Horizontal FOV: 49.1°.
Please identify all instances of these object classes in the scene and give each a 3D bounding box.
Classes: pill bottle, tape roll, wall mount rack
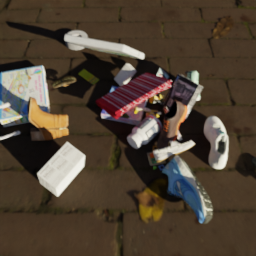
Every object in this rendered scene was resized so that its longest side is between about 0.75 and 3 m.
[{"bbox_3d":[0.595,0.174,10.511,0.767,0.767,1.282,38,62,25],"label":"pill bottle"},{"bbox_3d":[-2.613,-4.432,14.167,1.143,0.378,1.143,-1,53,1],"label":"tape roll"},{"bbox_3d":[-5.113,-0.187,9.811,2.091,2.407,0.897,9,47,7],"label":"wall mount rack"}]

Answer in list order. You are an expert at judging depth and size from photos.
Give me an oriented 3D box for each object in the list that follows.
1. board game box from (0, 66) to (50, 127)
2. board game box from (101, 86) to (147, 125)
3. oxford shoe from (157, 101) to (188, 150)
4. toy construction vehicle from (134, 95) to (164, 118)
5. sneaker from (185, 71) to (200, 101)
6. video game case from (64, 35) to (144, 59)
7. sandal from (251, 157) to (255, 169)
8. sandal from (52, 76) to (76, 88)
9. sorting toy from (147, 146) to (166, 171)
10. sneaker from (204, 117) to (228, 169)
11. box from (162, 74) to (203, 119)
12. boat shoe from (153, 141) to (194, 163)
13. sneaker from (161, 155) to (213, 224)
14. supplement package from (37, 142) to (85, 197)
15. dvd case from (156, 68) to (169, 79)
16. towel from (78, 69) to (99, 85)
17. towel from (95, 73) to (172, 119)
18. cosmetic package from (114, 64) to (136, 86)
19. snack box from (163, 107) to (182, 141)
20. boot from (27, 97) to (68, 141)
[{"bbox_3d":[-4.395,-1.409,11.862,1.868,0.476,2.779,-12,54,-8],"label":"board game box"},{"bbox_3d":[-0.117,-0.943,11.607,1.617,0.333,1.620,11,54,8],"label":"board game box"},{"bbox_3d":[1.459,-0.067,10.275,0.697,0.710,1.958,20,84,45],"label":"oxford shoe"},{"bbox_3d":[0.864,-0.968,11.240,1.392,0.490,1.212,11,63,-20],"label":"toy construction vehicle"},{"bbox_3d":[2.624,-1.780,11.509,0.602,0.965,1.636,2,31,2],"label":"sneaker"},{"bbox_3d":[-0.964,-3.557,12.391,2.780,0.306,2.535,16,11,19],"label":"video game case"},{"bbox_3d":[4.811,1.625,9.756,0.535,0.341,1.423,-9,41,-6],"label":"sandal"},{"bbox_3d":[-2.746,-1.924,12.080,1.034,0.282,0.423,-24,55,-7],"label":"sandal"},{"bbox_3d":[1.032,1.077,10.230,0.597,0.145,1.061,-8,54,-6],"label":"sorting toy"},{"bbox_3d":[3.327,0.331,10.261,0.835,0.982,2.220,2,53,3],"label":"sneaker"},{"bbox_3d":[2.120,-1.239,11.098,0.362,1.454,1.147,7,27,-45],"label":"box"},{"bbox_3d":[1.593,0.692,9.797,1.523,0.539,0.528,-21,78,-14],"label":"boat shoe"},{"bbox_3d":[1.864,2.088,9.126,1.065,0.928,2.368,-37,49,13],"label":"sneaker"},{"bbox_3d":[-2.173,1.386,9.240,0.777,1.091,1.401,36,62,8],"label":"supplement package"},{"bbox_3d":[1.482,-2.225,12.493,0.590,0.089,0.808,38,55,-18],"label":"dvd case"},{"bbox_3d":[-1.800,-2.323,12.723,0.951,0.086,0.409,36,60,17],"label":"towel"},{"bbox_3d":[0.159,-1.336,10.964,2.649,0.298,1.916,-31,32,-16],"label":"towel"},{"bbox_3d":[-0.138,-2.280,12.141,0.482,0.897,0.380,51,26,15],"label":"cosmetic package"},{"bbox_3d":[1.724,-0.162,10.919,0.169,0.498,1.387,-27,55,9],"label":"snack box"},{"bbox_3d":[-2.933,-0.375,10.321,1.402,1.813,0.668,-8,36,-18],"label":"boot"}]
